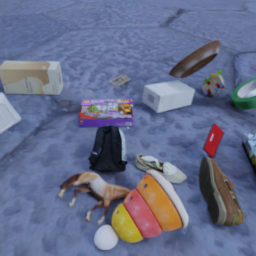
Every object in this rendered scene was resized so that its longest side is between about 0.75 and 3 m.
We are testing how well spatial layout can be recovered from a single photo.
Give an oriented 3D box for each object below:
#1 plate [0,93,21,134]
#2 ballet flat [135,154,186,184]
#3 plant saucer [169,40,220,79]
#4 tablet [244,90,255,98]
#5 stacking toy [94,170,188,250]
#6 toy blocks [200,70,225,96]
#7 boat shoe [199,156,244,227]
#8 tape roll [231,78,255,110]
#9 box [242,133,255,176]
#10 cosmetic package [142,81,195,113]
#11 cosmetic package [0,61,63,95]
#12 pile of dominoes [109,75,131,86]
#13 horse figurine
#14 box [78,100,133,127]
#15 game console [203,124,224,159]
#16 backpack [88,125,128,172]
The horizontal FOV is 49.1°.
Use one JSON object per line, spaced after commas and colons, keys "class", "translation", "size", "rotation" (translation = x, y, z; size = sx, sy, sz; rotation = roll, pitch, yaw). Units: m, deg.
{"class": "plate", "translation": [-4.702, -0.327, 10.015], "size": [1.410, 1.407, 0.228], "rotation": [-40, 52, -20]}
{"class": "ballet flat", "translation": [1.009, 1.285, 8.950], "size": [1.747, 0.545, 0.589], "rotation": [16, 44, 20]}
{"class": "plant saucer", "translation": [2.866, -2.748, 11.773], "size": [2.453, 2.453, 0.449], "rotation": [-27, 84, -32]}
{"class": "tablet", "translation": [6.028, -1.333, 12.810], "size": [1.151, 0.121, 1.768], "rotation": [-10, 38, -13]}
{"class": "stacking toy", "translation": [0.176, 2.308, 7.077], "size": [2.309, 1.687, 1.687], "rotation": [-31, 44, -13]}
{"class": "toy blocks", "translation": [3.935, -1.891, 12.869], "size": [0.637, 1.274, 0.871], "rotation": [14, 50, -40]}
{"class": "boat shoe", "translation": [2.649, 1.811, 8.133], "size": [0.791, 0.837, 2.326], "rotation": [8, 41, -6]}
{"class": "tape roll", "translation": [5.435, -1.523, 11.987], "size": [1.880, 0.452, 1.880], "rotation": [-30, 21, 13]}
{"class": "box", "translation": [4.889, 1.066, 8.876], "size": [1.864, 0.543, 2.723], "rotation": [3, 27, 8]}
{"class": "cosmetic package", "translation": [1.736, -1.391, 12.062], "size": [2.017, 0.818, 1.138], "rotation": [-12, 36, -33]}
{"class": "cosmetic package", "translation": [-4.497, -2.345, 13.138], "size": [2.611, 1.373, 0.928], "rotation": [0, 36, 2]}
{"class": "pile of dominoes", "translation": [-0.396, -2.363, 14.238], "size": [0.950, 0.151, 0.741], "rotation": [-34, 49, -26]}
{"class": "horse figurine", "translation": [-1.010, 1.881, 8.157], "size": [2.214, 0.553, 1.467], "rotation": [26, 51, 25]}
{"class": "box", "translation": [-0.891, -0.632, 11.593], "size": [2.187, 0.428, 1.496], "rotation": [-1, 36, -1]}
{"class": "game console", "translation": [2.720, 0.486, 9.359], "size": [0.604, 0.877, 1.018], "rotation": [-1, 56, 54]}
{"class": "backpack", "translation": [-0.622, 0.665, 9.074], "size": [1.241, 0.941, 1.487], "rotation": [0, 78, 1]}
